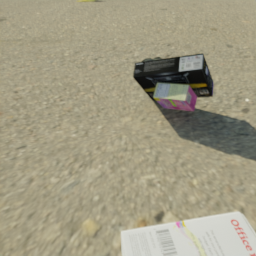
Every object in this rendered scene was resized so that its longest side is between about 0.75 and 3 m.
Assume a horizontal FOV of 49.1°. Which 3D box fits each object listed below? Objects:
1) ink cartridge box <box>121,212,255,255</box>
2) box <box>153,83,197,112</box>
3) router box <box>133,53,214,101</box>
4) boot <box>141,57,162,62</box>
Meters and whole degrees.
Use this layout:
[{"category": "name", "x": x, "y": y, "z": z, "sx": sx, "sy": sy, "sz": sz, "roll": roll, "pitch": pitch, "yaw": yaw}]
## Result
[{"category": "ink cartridge box", "x": 1.218, "y": 2.627, "z": 4.927, "sx": 2.444, "sy": 1.034, "sz": 1.766, "roll": -7, "pitch": 35, "yaw": -8}, {"category": "box", "x": 1.652, "y": -1.062, "z": 9.754, "sx": 1.184, "sy": 1.041, "sz": 0.572, "roll": 11, "pitch": 79, "yaw": 31}, {"category": "router box", "x": 1.683, "y": -1.739, "z": 10.154, "sx": 2.462, "sy": 1.936, "sz": 0.643, "roll": -1, "pitch": 68, "yaw": 26}, {"category": "boot", "x": 1.398, "y": -3.048, "z": 13.828, "sx": 1.617, "sy": 0.547, "sz": 1.056, "roll": -24, "pitch": 46, "yaw": -29}]
